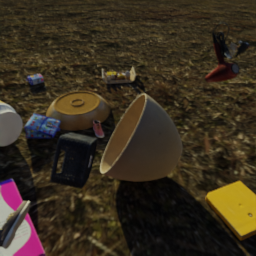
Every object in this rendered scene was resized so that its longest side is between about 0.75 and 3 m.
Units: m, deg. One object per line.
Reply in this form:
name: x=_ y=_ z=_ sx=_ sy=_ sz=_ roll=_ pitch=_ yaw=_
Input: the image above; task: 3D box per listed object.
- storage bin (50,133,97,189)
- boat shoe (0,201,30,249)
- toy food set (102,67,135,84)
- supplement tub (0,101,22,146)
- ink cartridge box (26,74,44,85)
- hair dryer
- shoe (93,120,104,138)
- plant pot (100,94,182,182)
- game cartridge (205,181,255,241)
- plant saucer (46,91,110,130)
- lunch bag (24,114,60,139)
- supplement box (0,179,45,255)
storage bin: x=-1.094 y=0.647 z=5.932 sx=0.646 sy=0.932 sz=1.378 roll=13 pitch=2 yaw=-2
boat shoe: x=-2.086 y=1.702 z=5.065 sx=0.274 sy=0.331 sz=0.921 roll=16 pitch=45 yaw=4
toy food set: x=-0.504 y=-2.792 z=14.419 sx=1.673 sy=0.505 sz=1.201 roll=-3 pitch=35 yaw=-5
supplement tub: x=-4.965 y=-0.312 z=10.037 sx=2.080 sy=1.505 sz=1.505 roll=24 pitch=42 yaw=30
ink cartridge box: x=-4.721 y=-2.423 z=14.093 sx=0.780 sy=0.298 sz=0.532 roll=-23 pitch=41 yaw=-26
hair dryer: x=2.006 y=-1.451 z=5.914 sx=0.343 sy=1.264 sz=0.963 roll=-5 pitch=46 yaw=-26
shoe: x=-1.136 y=0.027 z=10.542 sx=0.285 sy=0.362 sz=0.797 roll=-14 pitch=38 yaw=-19
plant pot: x=0.560 y=0.536 z=8.345 sx=1.751 sy=2.608 sz=2.608 roll=28 pitch=34 yaw=-12
game cartridge: x=3.045 y=2.188 z=7.620 sx=1.320 sy=0.243 sz=1.498 roll=-14 pitch=35 yaw=-19
plant saucer: x=-2.092 y=-0.878 z=11.673 sx=2.672 sy=0.473 sz=2.672 roll=-1 pitch=37 yaw=0
lunch bag: x=-3.129 y=0.006 z=10.486 sx=1.166 sy=0.548 sz=0.877 roll=9 pitch=38 yaw=2
supplement box: x=-2.752 y=2.505 z=6.263 sx=1.223 sy=1.249 sz=2.417 roll=-19 pitch=38 yaw=-27
